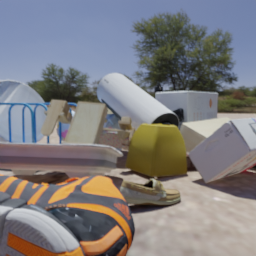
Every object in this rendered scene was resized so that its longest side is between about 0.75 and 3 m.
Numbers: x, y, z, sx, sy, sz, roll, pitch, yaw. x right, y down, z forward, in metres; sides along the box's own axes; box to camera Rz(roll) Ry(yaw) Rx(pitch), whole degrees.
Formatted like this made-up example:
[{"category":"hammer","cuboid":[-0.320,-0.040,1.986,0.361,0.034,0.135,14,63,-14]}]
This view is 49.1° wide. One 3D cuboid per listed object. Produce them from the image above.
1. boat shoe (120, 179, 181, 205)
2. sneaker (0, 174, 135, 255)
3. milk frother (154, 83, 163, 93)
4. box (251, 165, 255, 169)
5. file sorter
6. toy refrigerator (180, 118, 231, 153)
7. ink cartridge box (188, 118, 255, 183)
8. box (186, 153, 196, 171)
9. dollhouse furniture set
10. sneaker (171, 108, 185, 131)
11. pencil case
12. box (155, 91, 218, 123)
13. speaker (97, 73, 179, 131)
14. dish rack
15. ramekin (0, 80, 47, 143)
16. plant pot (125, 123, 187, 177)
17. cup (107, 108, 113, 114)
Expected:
[{"category":"boat shoe","cuboid":[0.389,1.012,4.488,1.118,0.371,0.414,7,0,-29]},{"category":"sneaker","cuboid":[-1.171,0.944,3.107,2.716,1.054,1.522,14,7,28]},{"category":"milk frother","cuboid":[2.654,-0.955,14.144,2.574,2.736,2.469,0,1,-5]},{"category":"box","cuboid":[3.626,0.755,7.536,1.895,0.450,1.830,-3,8,-40]},{"category":"file sorter","cuboid":[-2.677,0.103,8.025,1.870,1.653,2.695,2,5,16]},{"category":"toy refrigerator","cuboid":[2.611,0.337,8.516,2.491,0.872,0.946,-7,32,-43]},{"category":"ink cartridge box","cuboid":[2.368,0.438,5.990,1.766,0.756,1.303,-7,-32,-40]},{"category":"box","cuboid":[1.706,0.830,7.020,1.025,0.384,0.513,-2,5,-9]},{"category":"dollhouse furniture set","cuboid":[-0.899,0.481,7.352,2.035,1.165,2.387,7,-29,14]},{"category":"sneaker","cuboid":[1.931,0.003,9.591,2.133,1.214,0.805,15,-7,-4]},{"category":"pencil case","cuboid":[-1.340,0.048,10.132,2.958,1.342,1.230,8,19,43]},{"category":"box","cuboid":[2.433,-0.410,11.381,1.436,2.057,2.701,3,5,40]},{"category":"speaker","cuboid":[0.203,-0.607,8.454,1.181,1.181,2.908,-4,33,-36]},{"category":"dish rack","cuboid":[-1.503,0.662,5.367,2.653,0.578,2.277,2,-9,5]},{"category":"ramekin","cuboid":[-4.147,-0.379,9.939,1.137,2.441,2.441,-25,-12,37]},{"category":"plant pot","cuboid":[0.689,0.462,6.581,1.081,1.105,1.074,3,3,-34]},{"category":"cup","cuboid":[-0.912,0.004,11.470,1.536,1.536,1.099,-3,32,-28]}]
